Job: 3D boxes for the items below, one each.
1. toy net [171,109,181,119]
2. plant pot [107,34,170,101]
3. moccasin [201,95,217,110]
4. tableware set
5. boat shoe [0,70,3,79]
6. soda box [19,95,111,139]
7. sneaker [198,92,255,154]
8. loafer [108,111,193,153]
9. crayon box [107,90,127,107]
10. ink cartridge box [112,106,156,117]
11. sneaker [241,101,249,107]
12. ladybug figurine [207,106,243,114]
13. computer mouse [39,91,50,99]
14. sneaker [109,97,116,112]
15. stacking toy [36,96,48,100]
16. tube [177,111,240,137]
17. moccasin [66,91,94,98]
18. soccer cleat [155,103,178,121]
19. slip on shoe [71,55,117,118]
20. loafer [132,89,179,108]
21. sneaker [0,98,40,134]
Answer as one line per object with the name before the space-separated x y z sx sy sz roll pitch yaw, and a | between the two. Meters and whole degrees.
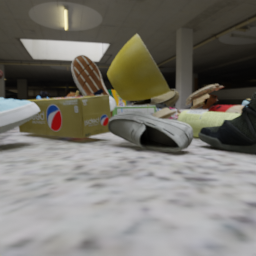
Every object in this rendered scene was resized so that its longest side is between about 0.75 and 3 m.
toy net | 1.712 -0.296 8.985 0.921 0.483 0.178 25 7 35
plant pot | 0.123 -0.985 5.251 0.858 1.209 1.209 -31 0 9
moccasin | 2.496 -0.805 8.810 0.335 0.318 0.868 24 -12 2
tableware set | 1.795 -0.628 9.102 2.766 0.321 2.311 -26 -9 17
boat shoe | -3.418 -0.638 5.723 1.960 0.690 0.689 -36 -39 13
soda box | -1.580 -0.286 6.483 2.557 0.819 0.866 2 10 42
sneaker | 1.902 -0.107 4.457 0.677 1.014 1.770 -1 2 -32
loafer | 0.271 0.068 4.653 1.578 0.552 0.551 7 28 33
crayon box | -0.622 -1.062 13.432 0.658 1.342 2.260 -13 2 15
ink cartridge box | -0.049 -0.397 9.408 1.835 0.544 0.953 -3 -5 -8
sneaker | 4.918 -0.513 9.087 2.550 1.045 0.942 0 6 -3
ladybug figurine | 3.060 -0.324 8.611 1.390 0.737 2.048 -1 5 -13
computer mouse | -2.550 -0.524 8.781 0.452 1.131 2.063 2 9 -25
sneaker | -1.674 -0.482 9.962 2.259 0.832 1.305 -17 14 31
stacking toy | -3.832 -0.475 10.596 1.879 1.091 1.031 -13 2 8
tube | 2.111 -0.009 5.881 0.609 0.681 2.347 19 -8 -41
moccasin | -1.818 -0.915 9.181 1.557 0.601 0.569 -10 -5 28
soccer cleat | 1.698 -0.493 11.630 0.609 0.753 1.744 -18 27 -18
slip on shoe | -1.354 -1.467 11.004 1.088 2.861 0.867 -33 -2 -22
loafer | 1.269 -1.211 13.184 2.552 0.860 0.970 -30 31 -12
sneaker | -2.487 -0.340 4.557 0.904 1.002 2.446 -22 2 27
